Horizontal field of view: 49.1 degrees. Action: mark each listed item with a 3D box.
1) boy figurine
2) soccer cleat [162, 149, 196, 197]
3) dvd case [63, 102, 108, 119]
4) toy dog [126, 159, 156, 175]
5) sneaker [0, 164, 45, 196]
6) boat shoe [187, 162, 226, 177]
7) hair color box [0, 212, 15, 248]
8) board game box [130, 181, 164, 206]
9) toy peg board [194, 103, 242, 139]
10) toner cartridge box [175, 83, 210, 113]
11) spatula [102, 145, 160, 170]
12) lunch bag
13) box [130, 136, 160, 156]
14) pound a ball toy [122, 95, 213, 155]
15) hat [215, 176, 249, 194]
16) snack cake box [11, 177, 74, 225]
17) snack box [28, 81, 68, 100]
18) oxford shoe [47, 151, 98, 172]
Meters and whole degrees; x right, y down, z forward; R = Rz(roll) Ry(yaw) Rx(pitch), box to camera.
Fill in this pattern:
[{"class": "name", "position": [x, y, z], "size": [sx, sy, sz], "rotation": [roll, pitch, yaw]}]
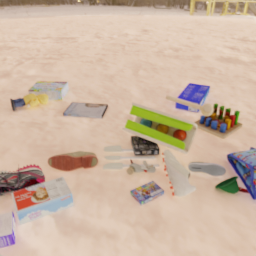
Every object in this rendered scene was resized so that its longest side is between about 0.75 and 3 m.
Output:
[{"class": "boy figurine", "position": [-5.057, -1.394, 14.398], "size": [1.849, 0.596, 1.149], "rotation": [-16, 38, -28]}, {"class": "soccer cleat", "position": [1.620, 1.436, 9.221], "size": [0.772, 0.690, 1.990], "rotation": [-12, 37, 0]}, {"class": "dvd case", "position": [-2.085, -0.897, 13.952], "size": [1.954, 0.171, 1.394], "rotation": [4, 29, 7]}, {"class": "toy dog", "position": [0.417, 1.291, 9.534], "size": [0.989, 0.476, 0.652], "rotation": [-7, 15, -4]}, {"class": "sneaker", "position": [-3.602, 1.710, 8.595], "size": [2.064, 0.832, 0.771], "rotation": [-15, 35, -26]}, {"class": "boat shoe", "position": [2.698, 1.345, 9.633], "size": [1.271, 0.458, 0.394], "rotation": [9, 19, 10]}, {"class": "hair color box", "position": [-3.674, 2.724, 7.139], "size": [1.460, 0.473, 0.798], "rotation": [-8, 31, -17]}, {"class": "board game box", "position": [0.596, 2.014, 8.727], "size": [0.895, 0.154, 0.606], "rotation": [-17, 33, -28]}, {"class": "toy peg board", "position": [4.013, -0.408, 12.441], "size": [1.599, 0.785, 1.605], "rotation": [-24, 37, -36]}, {"class": "toner cartridge box", "position": [3.478, -1.659, 14.917], "size": [1.227, 0.558, 2.583], "rotation": [14, 33, 22]}, {"class": "spatula", "position": [0.092, 1.073, 10.431], "size": [2.043, 0.164, 1.421], "rotation": [-1, 28, -2]}, {"class": "lunch bag", "position": [4.506, 1.109, 9.229], "size": [1.880, 1.175, 2.497], "rotation": [-12, 15, 4]}, {"class": "box", "position": [0.637, 0.670, 10.913], "size": [0.959, 0.261, 1.197], "rotation": [-2, 24, -7]}, {"class": "pound a ball toy", "position": [1.527, -0.259, 10.501], "size": [2.952, 1.925, 1.254], "rotation": [20, -1, 26]}, {"class": "hat", "position": [3.317, 2.021, 8.750], "size": [0.918, 0.808, 0.760], "rotation": [-34, -9, 36]}, {"class": "snack cake box", "position": [-2.491, 2.094, 8.200], "size": [1.568, 0.527, 0.902], "rotation": [-15, 34, -24]}, {"class": "snack box", "position": [-4.400, -2.101, 15.654], "size": [1.811, 0.613, 1.527], "rotation": [1, 28, 4]}, {"class": "oxford shoe", "position": [-1.958, 1.140, 9.954], "size": [1.722, 0.609, 0.635], "rotation": [3, 20, -13]}]
